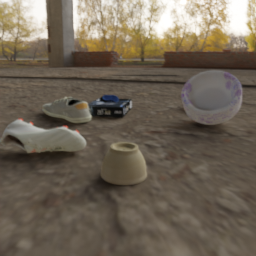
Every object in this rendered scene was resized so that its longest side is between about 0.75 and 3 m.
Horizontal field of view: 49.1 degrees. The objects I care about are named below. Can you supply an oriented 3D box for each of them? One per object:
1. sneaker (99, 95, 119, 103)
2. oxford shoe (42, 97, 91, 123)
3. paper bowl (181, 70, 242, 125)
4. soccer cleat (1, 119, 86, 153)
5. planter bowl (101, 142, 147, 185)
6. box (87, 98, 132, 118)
[{"bbox_3d":[-0.809,-1.208,11.853,0.881,0.309,0.343,5,-21,-42],"label":"sneaker"},{"bbox_3d":[-2.484,-0.832,11.202,1.102,0.846,2.930,-18,21,-39],"label":"oxford shoe"},{"bbox_3d":[3.082,-1.028,10.371,2.099,1.092,2.099,-9,53,13],"label":"paper bowl"},{"bbox_3d":[-2.215,0.362,7.343,2.226,0.771,0.863,11,46,11],"label":"soccer cleat"},{"bbox_3d":[-0.088,0.701,5.995,0.998,0.672,0.998,1,16,0],"label":"planter bowl"},{"bbox_3d":[-0.789,-0.899,12.147,1.608,0.437,2.007,3,16,12],"label":"box"}]
